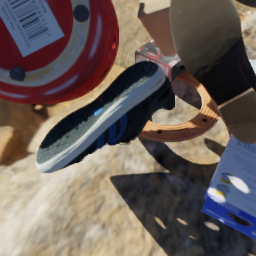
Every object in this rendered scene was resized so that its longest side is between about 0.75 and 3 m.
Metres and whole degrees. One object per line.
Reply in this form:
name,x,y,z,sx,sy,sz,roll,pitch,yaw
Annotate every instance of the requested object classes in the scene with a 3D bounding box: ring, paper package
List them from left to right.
ring,1.066,-0.715,7.750,2.973,0.285,2.973,-2,48,2
paper package,1.303,-2.505,6.260,1.716,1.636,0.888,-5,67,29

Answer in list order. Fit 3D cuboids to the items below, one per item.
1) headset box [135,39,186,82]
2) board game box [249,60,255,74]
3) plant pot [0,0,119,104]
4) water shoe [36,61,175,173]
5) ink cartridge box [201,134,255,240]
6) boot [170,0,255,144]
headset box,1.128,-2.059,8.396,1.518,0.569,1.128,33,57,29
board game box,3.441,-1.425,8.348,0.977,0.426,1.324,7,59,5
plant pot,-1.655,-1.833,5.234,2.942,2.679,2.942,0,102,0
water shoe,-0.309,0.042,4.573,2.562,1.011,0.916,-38,37,4
ink cartridge box,2.963,1.237,6.741,1.654,0.582,2.772,26,60,14
boot,1.633,-1.080,4.834,0.861,2.679,2.497,-20,93,24
